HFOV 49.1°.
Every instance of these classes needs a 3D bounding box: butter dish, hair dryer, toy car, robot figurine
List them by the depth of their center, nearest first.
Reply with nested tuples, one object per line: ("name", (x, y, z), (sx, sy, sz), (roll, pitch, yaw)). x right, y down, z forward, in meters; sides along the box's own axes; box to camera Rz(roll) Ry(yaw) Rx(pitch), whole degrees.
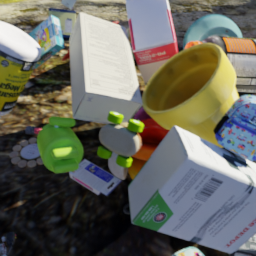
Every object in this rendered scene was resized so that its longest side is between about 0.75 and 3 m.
("toy car", (-0.010, 0.144, 4.442), (0.662, 0.690, 0.840), (23, 14, 20))
("hair dryer", (-2.951, 3.392, 6.238), (1.411, 0.503, 1.852), (-31, 40, -14))
("robot figurine", (-1.625, 0.436, 6.591), (0.925, 1.403, 1.599), (-9, 25, -23))
("toy car", (0.776, 0.317, 8.492), (2.489, 2.132, 2.844), (6, 34, 8))
("butter dish", (-1.507, -3.690, 13.912), (2.624, 1.940, 2.617), (-25, 11, 47))

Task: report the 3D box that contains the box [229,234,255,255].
("box", (3.739, 2.597, 6.973), (2.330, 0.594, 1.837), (9, 40, 12))

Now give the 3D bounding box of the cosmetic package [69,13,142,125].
("cosmetic package", (-0.661, -1.499, 7.056), (1.422, 1.004, 2.746), (10, 53, -25))

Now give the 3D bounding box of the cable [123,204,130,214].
("cable", (0.415, 2.110, 7.971), (0.582, 0.301, 1.198), (42, 65, 19))

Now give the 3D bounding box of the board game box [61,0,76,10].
("board game box", (-2.187, -4.847, 10.451), (0.436, 0.428, 0.832), (24, 33, -25))

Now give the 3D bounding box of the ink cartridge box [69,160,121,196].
("ink cartridge box", (-1.004, 1.548, 8.539), (1.535, 0.285, 0.727), (23, 44, 29))

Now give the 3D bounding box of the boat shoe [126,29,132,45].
("boat shoe", (0.572, -3.073, 10.982), (0.784, 2.060, 0.738), (-14, 41, 34))

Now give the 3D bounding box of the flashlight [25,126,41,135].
("flashlight", (-3.109, 0.146, 10.168), (1.251, 0.424, 0.425), (7, 44, 7))

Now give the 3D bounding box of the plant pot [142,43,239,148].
("plant pot", (1.672, -0.535, 6.480), (2.041, 1.920, 2.041), (-33, 32, 24))

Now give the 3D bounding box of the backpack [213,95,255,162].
("backpack", (2.249, -0.036, 5.239), (0.961, 1.052, 0.708), (33, 20, 5))

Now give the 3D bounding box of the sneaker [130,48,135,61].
("sneaker", (-0.364, -2.528, 9.568), (2.226, 0.865, 1.557), (-15, 39, 48))

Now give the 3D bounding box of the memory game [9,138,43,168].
("memory game", (-3.286, 0.825, 9.578), (1.479, 0.094, 1.479), (-1, 39, 0))

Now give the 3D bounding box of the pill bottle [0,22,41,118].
("pill bottle", (-3.500, -1.277, 7.336), (1.486, 2.643, 1.486), (31, 23, -15))

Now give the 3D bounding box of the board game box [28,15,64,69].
("board game box", (-2.508, -2.506, 8.249), (1.320, 0.310, 0.996), (-24, 70, 30))

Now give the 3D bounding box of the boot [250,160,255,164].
("boot", (2.976, 1.353, 8.290), (1.681, 0.764, 2.000), (0, 7, 30))

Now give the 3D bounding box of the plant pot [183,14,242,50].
("plant pot", (2.981, -2.807, 9.737), (2.114, 2.114, 1.986), (6, 23, 8))

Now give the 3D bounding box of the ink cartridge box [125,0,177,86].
("ink cartridge box", (0.880, -2.514, 8.866), (1.214, 2.879, 2.084), (-11, 67, 10))

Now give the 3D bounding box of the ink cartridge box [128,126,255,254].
("ink cartridge box", (1.451, 1.261, 5.321), (2.372, 1.739, 0.985), (24, 26, -20))

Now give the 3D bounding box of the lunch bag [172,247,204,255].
("lunch bag", (1.221, 3.387, 5.999), (1.542, 0.594, 1.237), (-17, 42, -20))

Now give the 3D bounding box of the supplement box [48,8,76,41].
("supplement box", (-2.499, -3.878, 10.606), (1.005, 1.004, 0.675), (2, 5, -13))

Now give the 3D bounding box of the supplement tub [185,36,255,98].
("supplement tub", (2.985, -1.616, 7.764), (2.790, 1.709, 1.709), (2, 39, -6))
